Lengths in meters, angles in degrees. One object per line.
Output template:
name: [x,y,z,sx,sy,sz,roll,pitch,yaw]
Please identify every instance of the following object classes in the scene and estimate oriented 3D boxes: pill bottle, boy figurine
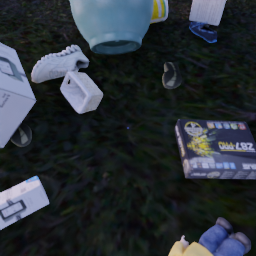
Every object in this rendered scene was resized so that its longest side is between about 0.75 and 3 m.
pill bottle: [0.588,-4.660,11.206,1.824,1.028,1.028,-18,50,-15]
boy figurine: [1.248,2.543,4.840,2.116,0.682,1.315,-34,48,-25]

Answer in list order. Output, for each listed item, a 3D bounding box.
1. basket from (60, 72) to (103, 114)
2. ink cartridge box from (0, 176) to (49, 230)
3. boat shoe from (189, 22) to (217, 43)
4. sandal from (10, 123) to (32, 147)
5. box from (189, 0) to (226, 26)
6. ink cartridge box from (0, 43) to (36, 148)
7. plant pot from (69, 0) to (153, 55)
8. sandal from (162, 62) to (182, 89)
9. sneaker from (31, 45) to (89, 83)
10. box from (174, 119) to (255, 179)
basket: [-1.285,-1.010,7.834,0.644,0.707,1.044,-16,58,-48]
ink cartridge box: [-2.152,1.418,5.139,1.250,0.424,0.725,-25,13,-19]
boat shoe: [2.963,-3.823,10.806,0.597,0.487,1.418,-29,54,-24]
sandal: [-2.868,0.122,7.310,0.534,0.383,1.344,-39,44,-21]
box: [3.425,-5.551,11.444,1.228,1.879,1.869,16,50,11]
ink cartridge box: [-3.427,-0.903,7.056,0.979,1.700,2.330,18,30,-47]
plant pot: [-0.482,-3.538,9.233,2.822,2.822,1.891,-4,90,-4]
sandal: [1.354,-1.609,8.850,0.585,0.420,1.474,17,38,-3]
sneaker: [-2.138,-1.948,8.940,0.820,0.760,2.023,45,59,12]
box: [2.133,0.491,6.687,1.832,0.450,1.476,3,52,-9]
